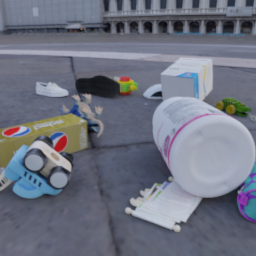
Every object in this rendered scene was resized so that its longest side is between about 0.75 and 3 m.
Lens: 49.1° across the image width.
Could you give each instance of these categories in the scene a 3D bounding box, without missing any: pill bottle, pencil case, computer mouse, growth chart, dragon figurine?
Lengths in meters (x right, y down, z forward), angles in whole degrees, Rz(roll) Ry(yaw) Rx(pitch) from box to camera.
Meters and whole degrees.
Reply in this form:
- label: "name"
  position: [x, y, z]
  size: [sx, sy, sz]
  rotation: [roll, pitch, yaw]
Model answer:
- label: "pill bottle"
  position: [1.453, 0.198, 6.419]
  size: [1.618, 1.618, 2.855]
  rotation: [-2, 16, -4]
- label: "pencil case"
  position: [2.499, 1.092, 5.504]
  size: [0.752, 0.692, 1.627]
  rotation: [29, 26, 8]
- label: "computer mouse"
  position: [2.017, -1.745, 13.131]
  size: [2.646, 0.581, 1.451]
  rotation: [-4, 22, -11]
- label: "growth chart"
  position: [0.830, 1.400, 5.474]
  size: [1.211, 0.148, 1.674]
  rotation: [15, 26, 36]
- label: "dragon figurine"
  position: [-1.354, -0.205, 8.824]
  size: [0.753, 1.273, 2.560]
  rotation: [-13, 44, -35]

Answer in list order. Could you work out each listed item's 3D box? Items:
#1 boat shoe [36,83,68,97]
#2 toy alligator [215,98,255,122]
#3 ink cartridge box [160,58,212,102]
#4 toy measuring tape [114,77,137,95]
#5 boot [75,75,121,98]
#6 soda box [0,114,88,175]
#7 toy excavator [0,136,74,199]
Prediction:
- label: "boat shoe"
  position: [-3.692, -1.856, 13.395]
  size: [1.827, 0.597, 0.672]
  rotation: [8, 22, 20]
- label: "toy alligator"
  position: [4.181, -0.789, 10.691]
  size: [0.723, 0.524, 2.182]
  rotation: [-12, 23, -27]
- label: "ink cartridge box"
  position: [2.508, -1.920, 11.783]
  size: [1.472, 1.446, 1.999]
  rotation: [14, 39, 33]
- label: "toy measuring tape"
  position: [-0.400, -2.180, 13.933]
  size: [0.918, 0.918, 2.495]
  rotation: [-11, 23, -26]
- label: "boot"
  position: [-1.057, -2.184, 13.856]
  size: [2.626, 1.017, 1.816]
  rotation: [15, 20, 32]
- label: "soda box"
  position: [-2.377, 0.361, 7.221]
  size: [2.623, 0.839, 0.888]
  rotation: [-16, 27, -37]
- label: "toy excavator"
  position: [-2.259, 0.963, 5.678]
  size: [1.763, 1.813, 0.906]
  rotation: [41, 11, -17]
